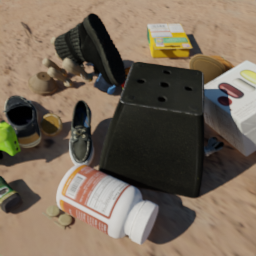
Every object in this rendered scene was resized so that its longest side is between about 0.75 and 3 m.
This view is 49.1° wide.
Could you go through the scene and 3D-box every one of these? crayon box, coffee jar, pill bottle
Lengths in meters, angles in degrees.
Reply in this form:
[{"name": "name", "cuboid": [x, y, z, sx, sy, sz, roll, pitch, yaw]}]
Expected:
[{"name": "crayon box", "cuboid": [2.033, -4.411, 14.383, 1.851, 0.759, 2.944, -2, 41, -2]}, {"name": "coffee jar", "cuboid": [-3.406, 1.827, 7.664, 1.115, 0.476, 0.582, 31, 49, 31]}, {"name": "pill bottle", "cuboid": [-0.499, 1.896, 6.976, 2.325, 1.304, 1.304, 21, 46, 21]}]

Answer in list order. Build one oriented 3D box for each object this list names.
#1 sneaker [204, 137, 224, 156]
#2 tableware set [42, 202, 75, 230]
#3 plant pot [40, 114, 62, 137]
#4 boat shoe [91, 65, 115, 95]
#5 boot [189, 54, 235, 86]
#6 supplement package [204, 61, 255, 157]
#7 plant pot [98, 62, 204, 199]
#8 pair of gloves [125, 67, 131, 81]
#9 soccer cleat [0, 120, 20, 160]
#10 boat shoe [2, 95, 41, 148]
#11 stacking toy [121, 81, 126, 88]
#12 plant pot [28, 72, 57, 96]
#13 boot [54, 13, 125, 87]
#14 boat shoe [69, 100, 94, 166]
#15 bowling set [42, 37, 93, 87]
[{"name": "sneaker", "cuboid": [2.729, 0.518, 8.617, 0.369, 0.568, 0.984, 56, 43, -7]}, {"name": "tableware set", "cuboid": [-1.826, 2.332, 7.359, 0.764, 0.153, 0.505, 29, 37, 20]}, {"name": "plant pot", "cuboid": [-2.682, -0.102, 9.694, 0.793, 0.793, 0.109, 0, -3, 4]}, {"name": "boat shoe", "cuboid": [-1.016, -2.667, 12.021, 1.003, 1.230, 2.923, 12, 38, -15]}, {"name": "boot", "cuboid": [3.500, -2.561, 11.507, 2.936, 1.126, 2.279, 15, 36, -19]}, {"name": "supplement package", "cuboid": [3.803, -0.698, 9.006, 2.075, 1.596, 2.170, -31, 39, -4]}, {"name": "plant pot", "cuboid": [0.869, -0.166, 8.143, 2.990, 2.659, 2.997, 10, 45, 7]}, {"name": "pair of gloves", "cuboid": [0.492, -1.684, 10.966, 1.691, 0.235, 1.898, -8, 63, -3]}, {"name": "soccer cleat", "cuboid": [-4.570, 0.591, 8.583, 2.875, 1.165, 0.971, -11, 17, 25]}, {"name": "boat shoe", "cuboid": [-3.775, -0.486, 9.881, 1.100, 0.918, 2.948, -19, 41, -18]}, {"name": "stacking toy", "cuboid": [-0.079, -1.623, 11.161, 0.386, 0.905, 0.386, -9, 62, 17]}, {"name": "plant pot", "cuboid": [-3.522, -1.934, 11.562, 1.171, 0.541, 1.171, 11, 48, -12]}, {"name": "boot", "cuboid": [-1.494, -2.652, 10.890, 2.181, 2.918, 1.098, -23, 3, 36]}, {"name": "boat shoe", "cuboid": [-1.522, 0.141, 8.917, 0.776, 0.640, 2.261, -5, 60, 1]}, {"name": "bowling set", "cuboid": [-2.851, -2.436, 12.034, 1.890, 1.458, 2.716, -44, 47, 16]}]
